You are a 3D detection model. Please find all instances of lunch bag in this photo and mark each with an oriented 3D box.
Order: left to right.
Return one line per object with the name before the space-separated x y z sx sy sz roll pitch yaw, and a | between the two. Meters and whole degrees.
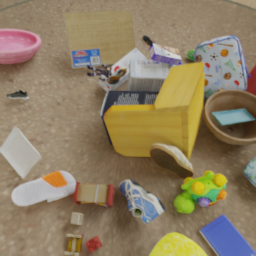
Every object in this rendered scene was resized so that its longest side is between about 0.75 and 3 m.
lunch bag | 3.630 -2.279 10.858 1.878 2.344 0.886 -10 17 21
lunch bag | 4.507 1.298 8.702 1.531 0.631 1.231 -48 57 11

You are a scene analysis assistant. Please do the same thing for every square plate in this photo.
square plate | -3.453 0.797 8.996 1.293 1.305 0.186 48 29 7

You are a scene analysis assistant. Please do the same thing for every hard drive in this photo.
hard drive | 2.859 3.304 7.993 0.930 0.179 1.409 -25 56 -19

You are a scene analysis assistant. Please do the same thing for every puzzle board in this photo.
puzzle board | -1.141 -3.876 12.194 2.990 2.253 0.260 -11 12 -19

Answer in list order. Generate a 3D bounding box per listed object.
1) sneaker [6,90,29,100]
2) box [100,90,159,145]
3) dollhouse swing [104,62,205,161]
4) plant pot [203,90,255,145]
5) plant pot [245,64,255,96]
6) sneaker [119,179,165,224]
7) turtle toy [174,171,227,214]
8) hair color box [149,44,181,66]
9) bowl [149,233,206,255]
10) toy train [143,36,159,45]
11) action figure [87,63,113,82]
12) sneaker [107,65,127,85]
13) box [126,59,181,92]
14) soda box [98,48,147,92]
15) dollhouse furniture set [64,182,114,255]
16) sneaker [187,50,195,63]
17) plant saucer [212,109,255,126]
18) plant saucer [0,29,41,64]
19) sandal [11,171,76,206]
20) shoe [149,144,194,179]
sneaker | -4.393 -1.348 11.130 0.843 0.382 0.280 4 28 -6
box | 0.404 -0.278 9.604 2.303 1.704 1.201 2 52 13
dollhouse swing | 0.972 -0.469 9.264 2.494 2.837 2.578 12 55 21
plant pot | 3.826 -0.205 10.104 2.328 1.075 2.328 0 53 1
plant pot | 6.241 -2.144 10.627 2.928 2.590 2.928 0 52 0
sneaker | 0.214 2.092 8.165 0.729 0.717 1.893 -42 29 -19
turtle toy | 2.192 1.959 8.471 1.770 1.290 0.895 -20 88 -2
hair color box | 1.289 -2.550 9.758 1.021 0.331 0.558 6 54 -23
bowl | 1.333 3.732 6.059 1.354 2.515 2.515 4 48 36
toy train | 1.156 -4.154 13.624 0.281 0.209 1.226 -22 55 -30
action figure | -0.986 -2.027 10.200 1.037 0.675 0.360 1 14 -36
sneaker | -0.395 -2.008 10.675 0.991 0.373 0.437 -30 29 31
box | 0.953 -1.531 10.580 1.949 1.793 1.023 3 50 -4
soda box | -0.227 -2.406 11.794 0.688 0.736 2.160 46 66 5
dollhouse furniture set | -1.090 2.667 8.261 1.116 0.843 2.073 5 70 3
sneaker | 3.207 -3.024 12.551 1.467 0.543 0.613 38 58 25
plant saucer | 3.708 -0.365 9.891 1.712 0.162 0.599 -7 48 -30
plant saucer | -5.377 -3.627 12.513 2.874 0.729 2.874 4 36 -3
sandal | -2.577 1.890 8.532 2.137 0.613 0.819 -6 65 -46
shoe | 1.365 0.978 8.875 0.719 2.056 0.549 -26 43 31
